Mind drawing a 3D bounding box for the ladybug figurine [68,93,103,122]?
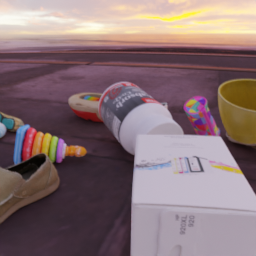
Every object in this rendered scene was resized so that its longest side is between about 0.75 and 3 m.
[{"bbox_3d":[-1.360,-0.816,11.173,2.414,0.868,1.638,15,26,35],"label":"ladybug figurine"}]

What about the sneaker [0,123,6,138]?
[{"bbox_3d":[-4.893,0.138,9.003,1.741,0.643,0.713,-8,17,-18],"label":"sneaker"}]

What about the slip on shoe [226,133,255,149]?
[{"bbox_3d":[3.764,0.280,8.520,0.816,0.650,2.146,-44,9,-8],"label":"slip on shoe"}]

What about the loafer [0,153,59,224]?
[{"bbox_3d":[-2.630,1.258,5.652,1.044,0.926,2.745,14,25,32],"label":"loafer"}]

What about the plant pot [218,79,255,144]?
[{"bbox_3d":[3.057,-0.328,7.057,1.701,1.207,1.701,-1,35,1],"label":"plant pot"}]

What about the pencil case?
[{"bbox_3d":[2.276,-0.186,8.473,0.750,1.698,0.750,-21,44,21],"label":"pencil case"}]

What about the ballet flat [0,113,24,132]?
[{"bbox_3d":[-4.403,-0.205,10.146,1.747,0.618,0.618,14,25,34],"label":"ballet flat"}]

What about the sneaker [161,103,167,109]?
[{"bbox_3d":[0.949,-0.793,11.445,1.502,0.532,0.548,-8,25,-31],"label":"sneaker"}]

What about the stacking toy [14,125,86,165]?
[{"bbox_3d":[-2.075,0.584,7.662,1.856,1.018,1.077,8,9,-11],"label":"stacking toy"}]

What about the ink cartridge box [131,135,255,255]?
[{"bbox_3d":[0.887,1.284,4.552,1.625,1.654,2.247,2,22,3],"label":"ink cartridge box"}]

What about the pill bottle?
[{"bbox_3d":[0.305,-0.173,8.248,1.636,1.636,2.824,-9,30,-23],"label":"pill bottle"}]
